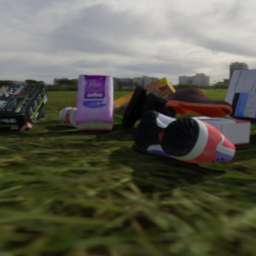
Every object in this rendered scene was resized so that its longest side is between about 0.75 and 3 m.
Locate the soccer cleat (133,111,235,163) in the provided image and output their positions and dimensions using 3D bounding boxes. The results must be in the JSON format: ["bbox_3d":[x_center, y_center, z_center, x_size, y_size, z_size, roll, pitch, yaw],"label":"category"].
[{"bbox_3d":[0.908,0.221,5.552,0.965,0.899,2.636,21,-4,-21],"label":"soccer cleat"}]

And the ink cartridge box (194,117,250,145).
[{"bbox_3d":[2.158,0.064,7.035,1.015,0.589,1.376,-3,6,-28],"label":"ink cartridge box"}]

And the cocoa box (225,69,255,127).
[{"bbox_3d":[3.930,-0.669,7.708,2.071,1.381,1.359,15,1,-24],"label":"cocoa box"}]

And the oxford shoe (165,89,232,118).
[{"bbox_3d":[1.802,-0.709,7.173,1.899,0.689,0.676,13,-16,47],"label":"oxford shoe"}]

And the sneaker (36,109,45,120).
[{"bbox_3d":[-4.156,-0.478,11.164,1.636,0.609,0.716,-2,23,-11],"label":"sneaker"}]

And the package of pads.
[{"bbox_3d":[-1.094,-0.843,9.294,1.182,1.961,0.742,1,-31,-5],"label":"package of pads"}]

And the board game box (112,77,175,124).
[{"bbox_3d":[0.325,-0.868,10.046,2.725,0.408,1.302,-21,-23,19],"label":"board game box"}]

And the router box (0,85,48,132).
[{"bbox_3d":[-3.758,-0.697,9.272,1.559,0.646,2.081,0,35,5],"label":"router box"}]

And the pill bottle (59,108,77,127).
[{"bbox_3d":[-2.029,-0.392,10.147,0.671,0.671,1.196,-5,9,-36],"label":"pill bottle"}]

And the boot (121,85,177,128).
[{"bbox_3d":[0.654,-0.358,9.029,1.496,0.753,2.001,28,-34,2],"label":"boot"}]
